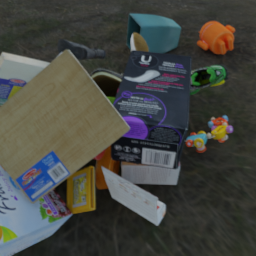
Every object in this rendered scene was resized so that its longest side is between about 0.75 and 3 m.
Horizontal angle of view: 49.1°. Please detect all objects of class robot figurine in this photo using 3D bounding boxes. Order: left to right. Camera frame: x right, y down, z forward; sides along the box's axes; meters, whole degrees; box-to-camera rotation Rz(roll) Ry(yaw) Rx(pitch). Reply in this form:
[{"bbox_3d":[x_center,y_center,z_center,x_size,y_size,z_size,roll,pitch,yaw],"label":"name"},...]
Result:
[{"bbox_3d":[3.903,-3.998,12.378,1.102,1.359,1.890,12,35,-32],"label":"robot figurine"}]

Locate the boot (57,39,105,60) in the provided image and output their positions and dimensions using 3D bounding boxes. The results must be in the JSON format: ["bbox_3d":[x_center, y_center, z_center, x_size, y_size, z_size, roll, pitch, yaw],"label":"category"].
[{"bbox_3d":[-1.188,-1.929,7.080,1.181,0.412,0.777,32,30,33],"label":"boot"}]

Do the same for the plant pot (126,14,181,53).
[{"bbox_3d":[1.157,-4.098,12.292,2.033,1.437,1.436,-10,44,-17],"label":"plant pot"}]

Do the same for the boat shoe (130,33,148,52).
[{"bbox_3d":[0.354,-2.589,10.409,0.716,0.700,2.021,7,62,-35],"label":"boat shoe"}]

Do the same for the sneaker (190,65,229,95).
[{"bbox_3d":[2.049,-1.522,8.836,0.861,0.788,2.020,-11,-4,-41],"label":"sneaker"}]

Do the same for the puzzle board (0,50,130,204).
[{"bbox_3d":[-1.436,0.029,5.183,2.399,0.209,1.808,-38,91,10],"label":"puzzle board"}]

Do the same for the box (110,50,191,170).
[{"bbox_3d":[0.570,-0.511,6.463,1.546,1.341,2.529,9,47,7],"label":"box"}]

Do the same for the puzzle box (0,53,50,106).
[{"bbox_3d":[-2.342,-1.075,7.233,2.187,1.455,0.278,5,47,-43],"label":"puzzle box"}]

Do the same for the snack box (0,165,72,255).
[{"bbox_3d":[-2.833,1.130,5.589,2.848,0.964,2.402,49,16,18],"label":"snack box"}]

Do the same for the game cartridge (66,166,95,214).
[{"bbox_3d":[-1.076,1.405,6.226,0.169,1.042,0.919,14,63,-39],"label":"game cartridge"}]

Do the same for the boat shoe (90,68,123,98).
[{"bbox_3d":[-0.246,-1.216,8.510,0.985,2.690,0.872,-25,63,25],"label":"boat shoe"}]

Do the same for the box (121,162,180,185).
[{"bbox_3d":[0.565,0.835,7.482,1.459,0.776,1.111,1,42,0],"label":"box"}]

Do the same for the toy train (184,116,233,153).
[{"bbox_3d":[2.386,0.217,8.345,1.748,0.486,1.313,-23,14,-8],"label":"toy train"}]

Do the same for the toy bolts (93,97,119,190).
[{"bbox_3d":[-1.295,0.214,6.633,1.877,2.585,2.707,6,2,11],"label":"toy bolts"}]

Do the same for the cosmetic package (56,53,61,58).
[{"bbox_3d":[-1.922,-0.674,6.721,2.095,0.776,1.065,-40,47,15],"label":"cosmetic package"}]

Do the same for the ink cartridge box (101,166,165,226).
[{"bbox_3d":[0.154,1.414,6.202,1.374,1.694,0.425,26,59,22],"label":"ink cartridge box"}]
